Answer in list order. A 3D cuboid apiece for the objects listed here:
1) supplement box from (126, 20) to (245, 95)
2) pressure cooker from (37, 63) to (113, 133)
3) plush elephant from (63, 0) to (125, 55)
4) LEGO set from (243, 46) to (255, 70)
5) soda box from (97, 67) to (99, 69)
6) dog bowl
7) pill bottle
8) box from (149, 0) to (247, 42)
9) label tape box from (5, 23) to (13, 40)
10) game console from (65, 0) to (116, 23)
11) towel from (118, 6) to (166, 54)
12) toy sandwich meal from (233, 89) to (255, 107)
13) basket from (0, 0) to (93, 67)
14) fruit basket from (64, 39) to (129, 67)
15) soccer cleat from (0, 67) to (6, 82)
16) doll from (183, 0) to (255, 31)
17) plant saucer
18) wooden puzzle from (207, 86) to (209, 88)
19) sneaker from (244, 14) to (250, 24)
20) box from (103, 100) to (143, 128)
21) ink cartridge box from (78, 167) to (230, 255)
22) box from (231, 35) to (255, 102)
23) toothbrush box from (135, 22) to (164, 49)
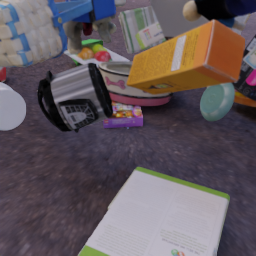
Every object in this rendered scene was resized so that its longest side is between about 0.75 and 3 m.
[{"bbox_3d":[0.702,-0.893,4.044,0.609,0.630,1.832,16,-9,-29],"label":"supplement box"},{"bbox_3d":[-0.939,-0.480,4.888,1.182,1.040,1.056,-18,-8,4],"label":"pressure cooker"},{"bbox_3d":[-1.099,-3.662,9.266,2.054,2.494,1.931,-30,44,-18],"label":"plush elephant"},{"bbox_3d":[2.914,-1.325,4.797,1.163,1.557,0.382,43,49,7],"label":"LEGO set"},{"bbox_3d":[-1.353,-1.772,10.560,2.192,0.750,0.697,-25,39,-36],"label":"soda box"},{"bbox_3d":[0.338,-1.553,9.567,2.762,1.019,2.762,5,22,-2],"label":"dog bowl"},{"bbox_3d":[-2.168,-0.364,4.413,0.761,0.761,1.330,-26,27,-37],"label":"pill bottle"},{"bbox_3d":[1.550,-2.760,6.084,1.706,1.715,1.121,15,70,32],"label":"box"},{"bbox_3d":[-4.106,-2.678,8.328,2.144,1.546,0.679,-1,23,-37],"label":"label tape box"},{"bbox_3d":[-0.889,-3.053,6.372,0.948,1.111,0.657,12,43,21],"label":"game console"},{"bbox_3d":[0.659,-3.924,11.034,2.073,1.547,0.318,-26,24,-28],"label":"towel"},{"bbox_3d":[4.810,-0.975,8.920,2.915,0.998,2.915,14,12,-3],"label":"toy sandwich meal"},{"bbox_3d":[-2.032,-2.147,5.626,2.025,1.597,2.296,3,33,23],"label":"basket"},{"bbox_3d":[-1.502,-3.268,13.131,2.366,1.109,2.191,38,45,25],"label":"fruit basket"},{"bbox_3d":[-5.994,-1.967,10.538,0.974,1.116,2.919,21,36,31],"label":"soccer cleat"},{"bbox_3d":[1.497,-1.845,4.145,1.108,0.393,1.623,31,-16,-39],"label":"doll"},{"bbox_3d":[1.564,-0.515,5.071,0.141,0.785,0.785,19,22,-26],"label":"plant saucer"},{"bbox_3d":[4.266,-1.894,11.197,2.042,0.411,2.207,10,36,16],"label":"wooden puzzle"},{"bbox_3d":[2.580,-2.590,7.521,0.745,1.653,0.620,27,3,1],"label":"sneaker"},{"bbox_3d":[-0.223,-0.578,8.930,1.174,0.335,1.716,-3,31,-5],"label":"box"},{"bbox_3d":[0.429,1.814,4.332,1.738,0.891,2.351,14,35,22],"label":"ink cartridge box"},{"bbox_3d":[3.091,-1.402,6.708,0.741,1.291,0.853,11,30,-42],"label":"box"},{"bbox_3d":[0.724,-2.737,8.231,0.834,0.493,1.146,-27,14,1],"label":"toothbrush box"}]
